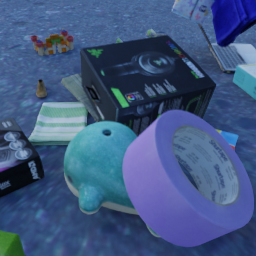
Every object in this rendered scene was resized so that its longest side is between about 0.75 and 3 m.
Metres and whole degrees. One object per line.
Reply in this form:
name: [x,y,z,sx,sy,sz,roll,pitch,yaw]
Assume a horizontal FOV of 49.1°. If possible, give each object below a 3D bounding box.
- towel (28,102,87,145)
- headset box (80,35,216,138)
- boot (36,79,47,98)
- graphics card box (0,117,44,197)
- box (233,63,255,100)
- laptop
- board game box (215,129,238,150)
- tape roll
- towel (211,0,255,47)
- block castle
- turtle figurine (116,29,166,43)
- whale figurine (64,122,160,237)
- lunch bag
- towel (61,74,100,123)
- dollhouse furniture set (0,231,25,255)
towel: [-1.861,-0.177,7.742,1.410,0.216,1.849,-1,36,-3]
headset box: [0.298,-1.149,7.682,2.967,1.377,2.584,-15,51,-20]
boot: [-2.858,-1.295,9.163,0.330,0.339,0.898,-9,39,-15]
graphics card box: [-3.475,0.905,5.849,2.899,0.737,1.819,-22,41,-28]
box: [4.535,-1.219,8.787,1.075,0.642,2.612,-9,37,-12]
laptop: [3.988,-3.538,11.021,2.999,1.738,2.808,1,37,1]
board game box: [2.140,0.336,7.053,1.054,0.212,0.806,16,39,21]
tape roll: [1.058,0.819,4.904,2.191,0.931,2.191,25,42,-25]
towel: [2.697,-3.784,7.776,0.650,2.625,1.938,-9,-6,-10]
block castle: [-3.277,-3.792,12.166,1.653,0.775,1.104,-18,40,-23]
turtle figurine: [0.507,-2.756,10.191,2.016,1.496,2.079,4,33,12]
whale figurine: [-0.077,0.827,5.412,2.650,1.375,2.108,33,46,32]
lunch bag: [1.870,-3.545,8.010,0.993,0.842,0.631,24,29,-5]
towel: [-0.679,-1.161,8.764,2.085,0.374,2.165,-26,56,-28]
dollhouse furniture set: [-2.838,2.233,3.575,2.568,1.289,1.683,6,37,9]
